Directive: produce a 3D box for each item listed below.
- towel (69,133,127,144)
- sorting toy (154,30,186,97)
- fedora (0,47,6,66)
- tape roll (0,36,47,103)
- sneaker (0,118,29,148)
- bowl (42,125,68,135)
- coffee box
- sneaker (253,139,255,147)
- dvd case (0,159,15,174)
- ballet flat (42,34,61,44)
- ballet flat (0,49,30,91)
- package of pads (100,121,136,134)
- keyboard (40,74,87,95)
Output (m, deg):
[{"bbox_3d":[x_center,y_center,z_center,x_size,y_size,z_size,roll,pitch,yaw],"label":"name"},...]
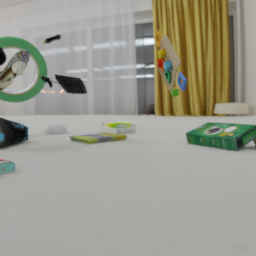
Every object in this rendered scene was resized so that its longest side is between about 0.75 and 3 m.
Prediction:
[{"bbox_3d":[-1.282,0.447,12.347,2.200,0.250,1.580,-5,7,-44],"label":"towel"},{"bbox_3d":[1.273,-2.201,9.675,0.348,2.558,1.440,-15,-26,-11],"label":"sorting toy"},{"bbox_3d":[-4.520,-2.490,9.389,0.919,0.919,0.420,0,44,-5],"label":"fedora"},{"bbox_3d":[-4.851,-2.441,11.867,2.708,2.708,0.651,-2,22,-23],"label":"tape roll"},{"bbox_3d":[-4.548,0.127,10.974,1.226,1.096,2.994,3,5,-17],"label":"sneaker"},{"bbox_3d":[-4.107,0.079,15.688,1.278,0.478,1.279,-3,7,-31],"label":"bowl"},{"bbox_3d":[3.477,0.269,10.551,1.422,0.508,2.312,-24,16,-30],"label":"coffee box"},{"bbox_3d":[4.717,0.515,10.008,0.569,0.480,1.301,3,1,43],"label":"sneaker"},{"bbox_3d":[-4.019,0.888,6.456,2.369,0.261,1.730,5,6,37],"label":"dvd case"},{"bbox_3d":[-3.261,-3.789,11.884,0.827,0.275,0.235,-18,-27,3],"label":"ballet flat"},{"bbox_3d":[-3.122,-1.502,7.595,1.407,0.506,0.506,-40,-3,11],"label":"ballet flat"},{"bbox_3d":[-0.552,-0.035,16.109,1.422,0.628,1.840,-4,7,-32],"label":"package of pads"},{"bbox_3d":[-1.978,-1.315,8.711,1.291,0.209,2.032,8,-5,-3],"label":"keyboard"}]
